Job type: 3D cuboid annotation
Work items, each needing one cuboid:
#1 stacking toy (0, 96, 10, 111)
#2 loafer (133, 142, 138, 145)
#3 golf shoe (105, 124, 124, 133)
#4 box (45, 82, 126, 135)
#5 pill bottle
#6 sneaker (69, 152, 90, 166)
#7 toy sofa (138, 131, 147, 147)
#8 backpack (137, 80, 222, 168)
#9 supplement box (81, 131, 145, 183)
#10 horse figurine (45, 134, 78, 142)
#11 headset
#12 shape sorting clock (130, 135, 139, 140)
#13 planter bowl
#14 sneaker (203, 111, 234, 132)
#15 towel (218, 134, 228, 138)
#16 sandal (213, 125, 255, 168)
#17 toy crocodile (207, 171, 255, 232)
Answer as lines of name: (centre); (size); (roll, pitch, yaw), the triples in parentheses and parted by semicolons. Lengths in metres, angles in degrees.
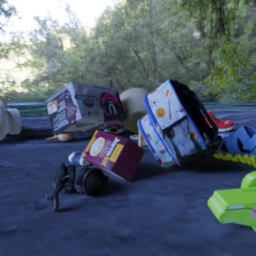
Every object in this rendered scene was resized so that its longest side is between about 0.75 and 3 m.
stacking toy: (-6.682, -0.530, 13.201); (2.048, 2.048, 2.803); (-4, -2, -25)
loafer: (-0.001, 0.650, 9.042); (1.017, 0.345, 0.357); (0, 41, -49)
golf shoe: (-0.832, 0.017, 13.652); (1.260, 0.487, 0.555); (4, 15, 28)
box: (-1.739, -0.745, 12.055); (1.869, 1.623, 2.829); (-25, -14, 34)
pill bottle: (-5.758, -0.168, 11.102); (2.667, 1.494, 1.494); (-6, 10, -39)
sneaker: (-1.243, 0.799, 8.049); (0.696, 0.383, 0.950); (11, 18, 35)
toy sofa: (1.423, 0.300, 10.162); (1.988, 0.823, 0.970); (5, 10, 31)
backpack: (1.314, -0.111, 7.426); (1.791, 2.214, 2.325); (-25, -10, 16)
supplement box: (-0.397, 0.647, 6.799); (0.646, 0.832, 1.507); (37, -15, -32)
horse figurine: (-2.639, 0.410, 11.361); (1.185, 0.296, 0.785); (-1, 0, 14)
headset: (-1.022, 1.137, 5.520); (1.049, 0.798, 1.699); (5, -6, 14)
shape sorting clock: (0.512, 0.389, 11.849); (0.868, 0.170, 0.868); (1, 5, 0)
planter bowl: (0.462, -0.668, 13.731); (2.168, 2.168, 1.459); (-1, 34, -7)
sneaker: (4.208, -0.327, 14.024); (2.413, 1.025, 0.929); (-1, 8, -11)
towel: (2.886, 0.376, 10.863); (2.191, 0.261, 1.586); (7, 17, 35)
sandal: (3.338, 0.441, 8.025); (1.036, 1.135, 2.607); (-7, 9, -33)
toy crocodile: (2.640, 1.149, 4.256); (2.808, 0.867, 0.948); (-6, 11, -6)
